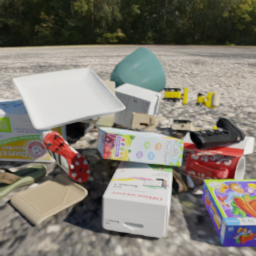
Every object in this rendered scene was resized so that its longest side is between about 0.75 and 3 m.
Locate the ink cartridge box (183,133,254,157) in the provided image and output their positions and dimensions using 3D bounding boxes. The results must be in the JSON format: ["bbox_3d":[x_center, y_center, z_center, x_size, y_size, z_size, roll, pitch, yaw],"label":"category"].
[{"bbox_3d":[2.580,0.446,8.438,1.909,0.594,2.372,5,-2,32],"label":"ink cartridge box"}]

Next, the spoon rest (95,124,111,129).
[{"bbox_3d":[-0.919,-0.336,10.898,0.632,1.273,0.386,16,37,-2],"label":"spoon rest"}]

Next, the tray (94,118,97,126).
[{"bbox_3d":[-1.344,-0.586,12.382,1.017,0.382,2.061,18,19,-6],"label":"tray"}]

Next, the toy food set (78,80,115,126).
[{"bbox_3d":[-1.278,-0.958,9.488,1.580,0.665,2.201,8,39,-11],"label":"toy food set"}]

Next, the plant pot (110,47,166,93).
[{"bbox_3d":[0.352,-2.639,15.206,2.182,2.719,2.719,-34,33,-20],"label":"plant pot"}]

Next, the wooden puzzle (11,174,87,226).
[{"bbox_3d":[-1.916,1.721,6.823,1.312,0.264,1.419,17,31,41],"label":"wooden puzzle"}]

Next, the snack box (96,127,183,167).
[{"bbox_3d":[0.160,0.454,7.961,1.950,0.726,2.742,5,2,-9],"label":"snack box"}]

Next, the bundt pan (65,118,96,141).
[{"bbox_3d":[-1.968,-0.614,10.290,2.089,2.089,0.784,16,33,37],"label":"bundt pan"}]

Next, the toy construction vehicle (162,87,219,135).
[{"bbox_3d":[2.393,-0.611,10.824,2.125,1.850,0.748,2,-14,19],"label":"toy construction vehicle"}]

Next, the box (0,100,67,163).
[{"bbox_3d":[-3.676,0.044,9.182,2.970,1.671,1.505,1,22,5],"label":"box"}]

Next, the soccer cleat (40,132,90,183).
[{"bbox_3d":[-1.627,0.742,7.274,0.594,1.733,0.738,-48,31,-20],"label":"soccer cleat"}]

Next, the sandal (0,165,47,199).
[{"bbox_3d":[-3.194,1.298,7.382,0.862,0.619,2.170,17,26,37],"label":"sandal"}]

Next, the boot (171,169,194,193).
[{"bbox_3d":[1.387,1.406,7.585,0.492,0.379,1.014,7,27,-16],"label":"boot"}]

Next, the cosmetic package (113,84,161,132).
[{"bbox_3d":[0.280,-0.861,11.614,1.663,1.392,1.383,18,25,16],"label":"cosmetic package"}]

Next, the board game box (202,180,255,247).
[{"bbox_3d":[3.064,1.795,6.168,2.451,0.549,1.648,0,21,-1],"label":"board game box"}]

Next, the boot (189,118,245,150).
[{"bbox_3d":[2.416,0.141,8.129,1.454,0.477,1.198,-11,25,-15],"label":"boot"}]

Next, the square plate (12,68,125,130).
[{"bbox_3d":[-1.815,-0.924,8.353,2.602,0.370,2.577,-15,44,-27],"label":"square plate"}]

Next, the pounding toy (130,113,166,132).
[{"bbox_3d":[0.568,-0.106,7.874,0.936,0.488,1.066,8,7,-5],"label":"pounding toy"}]

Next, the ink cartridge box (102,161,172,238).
[{"bbox_3d":[0.283,1.519,6.418,1.351,0.784,1.866,5,18,10],"label":"ink cartridge box"}]

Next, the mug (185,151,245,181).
[{"bbox_3d":[2.271,1.019,7.499,1.376,1.221,0.918,10,66,36],"label":"mug"}]
